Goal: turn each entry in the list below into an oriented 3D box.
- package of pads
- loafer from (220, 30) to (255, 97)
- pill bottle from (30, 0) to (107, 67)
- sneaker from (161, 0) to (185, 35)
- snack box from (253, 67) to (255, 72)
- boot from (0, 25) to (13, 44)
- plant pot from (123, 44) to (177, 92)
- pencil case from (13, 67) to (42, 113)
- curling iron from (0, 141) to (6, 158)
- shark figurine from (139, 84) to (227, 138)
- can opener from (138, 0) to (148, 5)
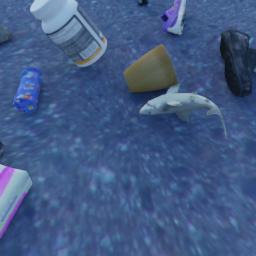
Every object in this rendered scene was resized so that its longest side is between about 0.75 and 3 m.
[{"bbox_3d":[-3.267,1.437,5.834,1.955,0.667,1.511,12,50,11],"label":"package of pads"},{"bbox_3d":[3.471,-2.074,8.493,1.049,1.015,2.989,0,46,10],"label":"loafer"},{"bbox_3d":[-1.716,-2.958,8.301,1.264,2.172,1.264,-21,47,25],"label":"pill bottle"},{"bbox_3d":[1.703,-4.325,10.527,0.865,0.836,2.073,7,51,13],"label":"sneaker"},{"bbox_3d":[4.272,-2.002,8.939,0.636,0.255,0.755,-24,56,-19],"label":"snack box"},{"bbox_3d":[-4.950,-3.107,9.765,1.294,0.516,1.423,30,63,25],"label":"boot"},{"bbox_3d":[0.575,-1.569,8.097,1.326,1.236,1.236,-21,52,4],"label":"plant pot"},{"bbox_3d":[-2.843,-1.081,7.965,0.638,0.574,1.470,0,50,-6],"label":"pencil case"},{"bbox_3d":[-3.875,-0.158,7.323,0.713,0.368,2.877,-30,57,-11],"label":"curling iron"},{"bbox_3d":[1.579,-0.432,7.147,2.230,0.931,1.332,11,42,37],"label":"shark figurine"},{"bbox_3d":[0.648,-5.561,11.816,0.444,0.358,1.128,2,51,3],"label":"can opener"}]
